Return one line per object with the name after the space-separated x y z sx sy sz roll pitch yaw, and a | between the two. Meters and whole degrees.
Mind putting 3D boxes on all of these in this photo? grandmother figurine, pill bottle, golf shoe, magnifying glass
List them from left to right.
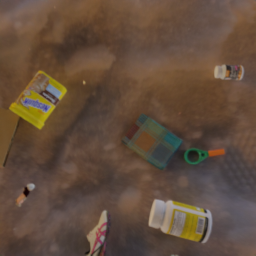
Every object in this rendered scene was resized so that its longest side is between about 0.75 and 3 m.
-3.105 1.984 8.460 0.781 0.237 0.474 -48 48 12 | grandmother figurine
-1.001 3.574 9.363 0.749 0.590 1.626 11 80 2 | golf shoe
1.686 3.021 9.226 1.857 1.061 1.061 14 80 3 | pill bottle
2.739 0.965 10.081 1.441 0.161 0.574 -9 79 -2 | magnifying glass
3.748 -2.068 10.452 0.938 0.546 0.546 2 79 0 | pill bottle

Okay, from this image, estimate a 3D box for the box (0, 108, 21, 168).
-5.381 0.147 10.176 2.529 0.269 2.067 14 80 2 | box

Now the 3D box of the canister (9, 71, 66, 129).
-3.189 -1.008 10.037 1.276 0.744 1.718 36 78 -15 | canister

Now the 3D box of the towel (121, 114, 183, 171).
0.870 0.491 10.146 1.853 0.201 1.359 36 81 6 | towel
